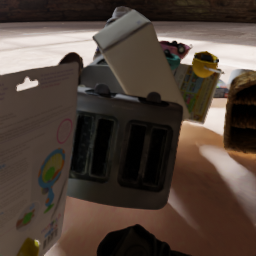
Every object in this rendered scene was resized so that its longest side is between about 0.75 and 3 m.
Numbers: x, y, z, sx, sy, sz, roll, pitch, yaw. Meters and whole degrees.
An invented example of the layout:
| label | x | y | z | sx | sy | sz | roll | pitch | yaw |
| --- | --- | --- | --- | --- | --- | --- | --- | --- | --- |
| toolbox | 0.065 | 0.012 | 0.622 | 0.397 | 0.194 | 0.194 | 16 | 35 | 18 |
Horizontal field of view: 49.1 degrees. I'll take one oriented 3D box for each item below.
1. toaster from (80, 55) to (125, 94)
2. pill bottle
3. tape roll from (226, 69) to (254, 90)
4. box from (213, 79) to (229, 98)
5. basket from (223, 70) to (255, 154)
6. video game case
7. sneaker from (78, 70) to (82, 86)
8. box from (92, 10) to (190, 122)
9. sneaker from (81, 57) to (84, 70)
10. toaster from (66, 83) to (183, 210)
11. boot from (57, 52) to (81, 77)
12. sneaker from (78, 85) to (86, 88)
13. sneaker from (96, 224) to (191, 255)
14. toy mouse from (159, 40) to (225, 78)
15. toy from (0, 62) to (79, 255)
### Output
| label | x | y | z | sx | sy | sz | roll | pitch | yaw |
| --- | --- | --- | --- | --- | --- | --- | --- | --- | --- |
| toaster | -0.154 | -1.591 | 9.626 | 2.665 | 1.582 | 2.410 | 5 | 27 | 10 |
| pill bottle | -0.449 | -3.955 | 12.680 | 1.560 | 2.696 | 1.560 | 19 | -11 | 4 |
| tape roll | 4.220 | -1.470 | 9.578 | 1.554 | 0.544 | 1.554 | 20 | -3 | 1 |
| box | 2.624 | -1.539 | 10.877 | 2.322 | 0.403 | 1.278 | 0 | 26 | -2 |
| basket | 3.553 | -0.419 | 6.695 | 2.301 | 1.642 | 1.714 | 7 | 35 | 23 |
| video game case | 1.819 | -1.140 | 8.778 | 1.698 | 1.866 | 0.214 | 15 | -15 | 28 |
| sneaker | -1.701 | -1.744 | 9.961 | 0.323 | 0.458 | 0.863 | 7 | -14 | -27 |
| box | 0.419 | -1.162 | 6.837 | 1.220 | 2.970 | 1.016 | -31 | 42 | 2 |
| sneaker | -2.165 | -2.408 | 11.553 | 0.959 | 1.361 | 2.563 | -7 | 27 | -16 |
| toaster | -0.184 | 0.354 | 4.957 | 1.926 | 2.130 | 1.264 | 10 | 4 | 1 |
| boot | -2.300 | -1.280 | 8.613 | 0.793 | 2.192 | 1.823 | 36 | 23 | -8 |
| sneaker | -2.139 | -0.322 | 7.418 | 2.573 | 1.036 | 0.983 | -29 | 50 | -31 |
| sneaker | 0.475 | 1.677 | 3.125 | 1.973 | 1.130 | 0.754 | 13 | 65 | 26 |
| toy mouse | 1.254 | -2.077 | 8.255 | 2.648 | 0.577 | 2.980 | 11 | 31 | 4 |
| toy | -1.353 | 0.643 | 3.225 | 0.649 | 2.751 | 1.584 | 16 | 24 | 21 |
